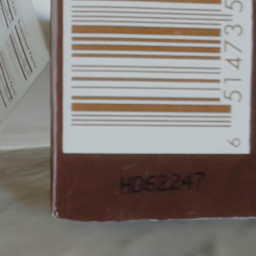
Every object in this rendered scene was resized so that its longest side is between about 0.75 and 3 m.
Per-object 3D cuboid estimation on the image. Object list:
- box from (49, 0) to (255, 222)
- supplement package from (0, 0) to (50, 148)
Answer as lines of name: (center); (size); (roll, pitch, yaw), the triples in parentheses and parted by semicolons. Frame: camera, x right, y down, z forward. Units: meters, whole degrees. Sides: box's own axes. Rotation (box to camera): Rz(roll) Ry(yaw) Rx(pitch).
box: (0.582, -0.587, 2.736); (2.166, 2.188, 2.637); (0, 2, -3)
supplement package: (-1.371, -1.115, 5.612); (2.658, 2.044, 2.780); (-2, -27, -48)
